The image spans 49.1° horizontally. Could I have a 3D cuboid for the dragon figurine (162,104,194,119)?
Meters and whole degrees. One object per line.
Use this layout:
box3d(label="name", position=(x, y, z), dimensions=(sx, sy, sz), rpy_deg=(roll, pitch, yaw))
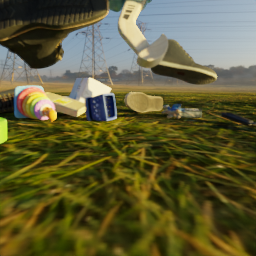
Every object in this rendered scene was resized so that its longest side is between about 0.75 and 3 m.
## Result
box3d(label="dragon figurine", position=(1.727, -0.620, 9.950), dimensions=(1.242, 0.366, 0.618), rpy_deg=(-4, 30, 27))

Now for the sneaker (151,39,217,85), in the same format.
box3d(label="sneaker", position=(2.056, -2.401, 9.954), dimensions=(2.357, 1.252, 0.882), rpy_deg=(14, -20, -3))

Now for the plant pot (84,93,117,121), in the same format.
box3d(label="plant pot", position=(-0.945, -0.676, 9.425), dimensions=(0.809, 0.900, 0.900), rpy_deg=(-5, 7, 20))

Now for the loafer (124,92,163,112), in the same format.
box3d(label="loafer", position=(0.608, -1.101, 12.419), dimensions=(0.778, 0.862, 2.279), rpy_deg=(7, 2, 45))

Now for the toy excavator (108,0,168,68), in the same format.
box3d(label="toy excavator", position=(0.027, -2.876, 6.203), dimensions=(2.480, 2.551, 1.274), rpy_deg=(25, -8, 0))

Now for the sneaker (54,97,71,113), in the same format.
box3d(label="sneaker", position=(-3.030, -0.921, 11.912), dimensions=(1.760, 0.673, 0.711), rpy_deg=(-16, 25, -40))

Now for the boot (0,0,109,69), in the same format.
box3d(label="boot", position=(-1.608, -2.222, 6.562), dimensions=(2.827, 1.095, 1.955), rpy_deg=(-2, -17, 14))

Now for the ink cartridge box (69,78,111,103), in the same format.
box3d(label="ink cartridge box", position=(-1.792, -1.555, 12.893), dimensions=(1.194, 1.174, 1.623), rpy_deg=(23, -3, -30))

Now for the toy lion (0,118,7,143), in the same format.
box3d(label="toy lion", position=(-3.409, 0.014, 4.808), dimensions=(2.702, 0.928, 2.590), rpy_deg=(1, 6, -4))

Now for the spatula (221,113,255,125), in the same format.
box3d(label="spatula", position=(3.696, -0.189, 8.044), dimensions=(0.802, 0.292, 2.838), rpy_deg=(-7, 11, -22))

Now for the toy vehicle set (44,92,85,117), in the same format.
box3d(label="toy vehicle set", position=(-2.612, -0.945, 10.981), dimensions=(1.858, 0.246, 1.154), rpy_deg=(17, 20, 10))

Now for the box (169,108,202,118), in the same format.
box3d(label="box", position=(2.179, -0.574, 10.588), dimensions=(1.174, 0.270, 0.933), rpy_deg=(2, 9, 15))

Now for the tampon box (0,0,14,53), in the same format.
box3d(label="tampon box", position=(-2.981, -3.300, 8.475), dimensions=(1.386, 1.646, 2.196), rpy_deg=(7, 33, -47))

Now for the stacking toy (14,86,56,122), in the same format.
box3d(label="stacking toy", position=(-2.950, -0.683, 9.465), dimensions=(1.113, 1.177, 2.028), rpy_deg=(-9, 24, -42))

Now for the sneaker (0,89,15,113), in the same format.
box3d(label="sneaker", position=(-4.952, -1.046, 11.778), dimensions=(2.822, 1.055, 1.499), rpy_deg=(-12, 16, -14))
